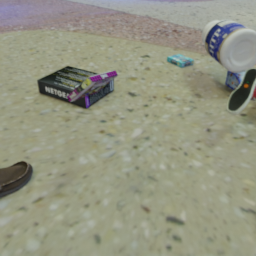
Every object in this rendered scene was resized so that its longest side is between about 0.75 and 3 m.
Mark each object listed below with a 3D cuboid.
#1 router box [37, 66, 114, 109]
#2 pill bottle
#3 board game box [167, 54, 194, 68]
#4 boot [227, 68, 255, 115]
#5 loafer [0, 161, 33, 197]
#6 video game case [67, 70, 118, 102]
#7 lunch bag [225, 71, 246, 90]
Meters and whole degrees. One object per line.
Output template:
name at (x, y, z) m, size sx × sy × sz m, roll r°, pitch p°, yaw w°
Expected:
router box at (-2.095, -1.721, 11.273) m, size 2.480 × 0.633 × 1.849 m, roll 19°, pitch 38°, yaw 26°
pill bottle at (3.909, -3.347, 11.016) m, size 1.579 × 1.579 × 2.638 m, roll -4°, pitch 32°, yaw -6°
board game box at (2.619, -3.387, 14.124) m, size 0.827 × 0.257 × 1.096 m, roll -20°, pitch 39°, yaw -27°
boot at (3.415, -0.834, 8.086) m, size 0.530 × 1.056 × 1.465 m, roll 27°, pitch 80°, yaw 39°
loafer at (-3.132, 1.285, 6.748) m, size 0.664 × 0.645 × 1.817 m, roll 24°, pitch 40°, yaw 31°
video game case at (-0.711, -0.846, 5.626) m, size 0.772 × 0.152 × 0.851 m, roll -31°, pitch 0°, yaw 38°
lunch bag at (4.723, -1.863, 11.392) m, size 1.059 × 0.772 × 1.246 m, roll -4°, pitch 26°, yaw -7°
